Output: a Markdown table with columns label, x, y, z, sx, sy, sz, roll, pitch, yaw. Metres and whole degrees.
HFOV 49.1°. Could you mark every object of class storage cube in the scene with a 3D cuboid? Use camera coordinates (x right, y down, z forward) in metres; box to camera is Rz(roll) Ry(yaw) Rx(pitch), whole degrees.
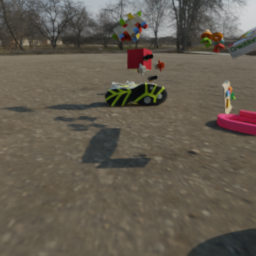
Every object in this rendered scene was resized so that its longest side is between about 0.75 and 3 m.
| label | x | y | z | sx | sy | sz | roll | pitch | yaw |
| --- | --- | --- | --- | --- | --- | --- | --- | --- | --- |
| storage cube | 0.484 | -2.938 | 12.168 | 0.937 | 0.842 | 0.801 | 4 | 6 | 30 |

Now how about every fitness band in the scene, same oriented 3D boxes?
| label | x | y | z | sx | sy | sz | roll | pitch | yaw |
| --- | --- | --- | --- | --- | --- | --- | --- | --- | --- |
| fitness band | 4.192 | -0.191 | 9.841 | 2.103 | 0.394 | 1.511 | 15 | 26 | 41 |

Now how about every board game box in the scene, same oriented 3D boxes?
| label | x | y | z | sx | sy | sz | roll | pitch | yaw |
| --- | --- | --- | --- | --- | --- | --- | --- | --- | --- |
| board game box | 4.168 | -2.787 | 7.688 | 1.544 | 0.423 | 2.446 | -40 | 14 | -37 |

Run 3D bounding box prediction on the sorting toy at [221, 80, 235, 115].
| label | x | y | z | sx | sy | sz | roll | pitch | yaw |
| --- | --- | --- | --- | --- | --- | --- | --- | --- | --- |
| sorting toy | 2.477 | -0.798 | 6.861 | 0.141 | 0.711 | 0.961 | -3 | 19 | 31 |

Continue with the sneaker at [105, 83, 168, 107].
| label | x | y | z | sx | sy | sz | roll | pitch | yaw |
| --- | --- | --- | --- | --- | --- | --- | --- | --- | --- |
| sneaker | 0.375 | -1.618 | 12.958 | 2.888 | 1.089 | 1.103 | 1 | 19 | -3 |

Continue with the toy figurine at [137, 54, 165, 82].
| label | x | y | z | sx | sy | sz | roll | pitch | yaw |
| --- | --- | --- | --- | --- | --- | --- | --- | --- | --- |
| toy figurine | 0.818 | -2.231 | 10.443 | 0.882 | 0.869 | 0.614 | 30 | -4 | -18 |

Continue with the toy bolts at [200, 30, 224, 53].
| label | x | y | z | sx | sy | sz | roll | pitch | yaw |
| --- | --- | --- | --- | --- | --- | --- | --- | --- | --- |
| toy bolts | 2.907 | -2.985 | 9.269 | 0.834 | 0.578 | 0.796 | 25 | -26 | -25 |

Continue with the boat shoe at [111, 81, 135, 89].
| label | x | y | z | sx | sy | sz | roll | pitch | yaw |
| --- | --- | --- | --- | --- | --- | --- | --- | --- | --- |
| boat shoe | 0.062 | -2.129 | 15.017 | 2.091 | 0.730 | 0.741 | 7 | 20 | 21 |

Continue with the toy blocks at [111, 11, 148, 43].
| label | x | y | z | sx | sy | sz | roll | pitch | yaw |
| --- | --- | --- | --- | --- | --- | --- | --- | --- | --- |
| toy blocks | 0.132 | -3.972 | 11.439 | 1.562 | 0.780 | 1.068 | -34 | 52 | 4 |
